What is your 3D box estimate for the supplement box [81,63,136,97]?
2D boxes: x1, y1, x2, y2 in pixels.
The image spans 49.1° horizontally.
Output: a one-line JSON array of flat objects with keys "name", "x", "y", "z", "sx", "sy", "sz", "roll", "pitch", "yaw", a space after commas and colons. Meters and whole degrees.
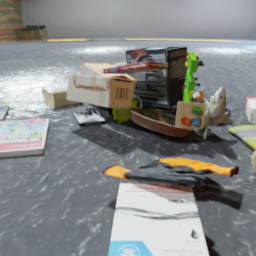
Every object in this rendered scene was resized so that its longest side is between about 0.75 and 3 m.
[{"name": "supplement box", "x": -0.957, "y": -2.251, "z": 13.067, "sx": 1.508, "sy": 0.880, "sz": 2.393, "roll": -10, "pitch": 34, "yaw": -39}]

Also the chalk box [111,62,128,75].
[{"name": "chalk box", "x": -0.364, "y": -2.607, "z": 15.719, "sx": 1.687, "sy": 1.695, "sz": 2.725, "roll": 12, "pitch": 24, "yaw": 27}]

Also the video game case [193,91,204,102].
[{"name": "video game case", "x": 2.823, "y": -1.679, "z": 15.130, "sx": 1.945, "sy": 0.442, "sz": 1.763, "roll": 17, "pitch": 28, "yaw": 35}]

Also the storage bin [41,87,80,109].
[{"name": "storage bin", "x": -3.478, "y": -1.770, "z": 14.868, "sx": 1.735, "sy": 0.813, "sz": 1.722, "roll": -15, "pitch": 28, "yaw": -31}]

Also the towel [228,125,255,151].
[{"name": "towel", "x": 4.895, "y": 0.385, "z": 10.504, "sx": 1.487, "sy": 0.236, "sz": 2.070, "roll": -6, "pitch": 23, "yaw": -11}]

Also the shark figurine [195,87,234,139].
[{"name": "shark figurine", "x": 3.400, "y": -0.462, "z": 10.914, "sx": 1.285, "sy": 1.839, "sz": 3.078, "roll": 7, "pitch": 1, "yaw": 2}]

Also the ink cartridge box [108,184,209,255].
[{"name": "ink cartridge box", "x": 0.552, "y": 2.002, "z": 5.685, "sx": 1.660, "sy": 0.971, "sz": 2.862, "roll": 1, "pitch": 23, "yaw": 3}]

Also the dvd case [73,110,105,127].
[{"name": "dvd case", "x": -1.766, "y": -0.443, "z": 12.518, "sx": 1.124, "sy": 0.185, "sz": 1.495, "roll": -8, "pitch": 24, "yaw": -19}]

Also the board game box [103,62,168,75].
[{"name": "board game box", "x": 0.263, "y": -2.417, "z": 11.471, "sx": 2.449, "sy": 0.238, "sz": 1.261, "roll": 2, "pitch": 10, "yaw": 41}]

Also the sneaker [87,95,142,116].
[{"name": "sneaker", "x": -0.956, "y": -1.182, "z": 13.135, "sx": 2.969, "sy": 1.050, "sz": 1.472, "roll": 9, "pitch": 21, "yaw": 15}]

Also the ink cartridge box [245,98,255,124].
[{"name": "ink cartridge box", "x": 6.024, "y": -0.749, "z": 12.526, "sx": 1.273, "sy": 0.731, "sz": 1.753, "roll": 6, "pitch": 24, "yaw": 14}]

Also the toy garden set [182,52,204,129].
[{"name": "toy garden set", "x": 2.540, "y": -1.634, "z": 11.167, "sx": 0.545, "sy": 2.732, "sz": 2.277, "roll": 3, "pitch": 29, "yaw": 5}]

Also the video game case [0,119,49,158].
[{"name": "video game case", "x": -4.139, "y": 0.321, "z": 10.614, "sx": 2.055, "sy": 0.251, "sz": 2.874, "roll": -4, "pitch": 23, "yaw": -10}]

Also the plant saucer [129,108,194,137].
[{"name": "plant saucer", "x": 1.222, "y": -0.203, "z": 10.814, "sx": 2.614, "sy": 0.450, "sz": 2.614, "roll": 16, "pitch": 12, "yaw": -4}]

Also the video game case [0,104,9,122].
[{"name": "video game case", "x": -6.757, "y": -0.574, "z": 12.748, "sx": 2.287, "sy": 0.252, "sz": 2.082, "roll": -6, "pitch": 24, "yaw": -12}]

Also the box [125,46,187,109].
[{"name": "box", "x": 1.366, "y": -2.484, "z": 13.399, "sx": 1.606, "sy": 2.586, "sz": 2.607, "roll": -21, "pitch": 25, "yaw": -40}]

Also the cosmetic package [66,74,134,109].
[{"name": "cosmetic package", "x": -1.140, "y": -1.457, "z": 10.974, "sx": 2.528, "sy": 1.103, "sz": 1.307, "roll": 13, "pitch": 11, "yaw": 40}]

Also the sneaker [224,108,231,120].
[{"name": "sneaker", "x": 3.709, "y": -0.577, "z": 12.177, "sx": 1.636, "sy": 0.697, "sz": 0.630, "roll": -7, "pitch": 24, "yaw": -14}]

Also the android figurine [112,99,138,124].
[{"name": "android figurine", "x": -0.147, "y": -0.792, "z": 11.873, "sx": 1.161, "sy": 1.276, "sz": 0.262, "roll": 39, "pitch": -8, "yaw": -25}]

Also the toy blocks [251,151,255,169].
[{"name": "toy blocks", "x": 4.745, "y": 1.390, "z": 7.181, "sx": 2.158, "sy": 0.940, "sz": 2.590, "roll": 0, "pitch": 23, "yaw": -2}]

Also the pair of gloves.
[{"name": "pair of gloves", "x": 1.162, "y": 1.070, "z": 7.267, "sx": 2.663, "sy": 0.370, "sz": 2.989, "roll": 1, "pitch": 2, "yaw": 39}]

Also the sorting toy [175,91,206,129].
[{"name": "sorting toy", "x": 2.202, "y": -0.630, "z": 9.740, "sx": 0.996, "sy": 1.337, "sz": 0.179, "roll": 4, "pitch": 15, "yaw": 2}]

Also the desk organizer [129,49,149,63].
[{"name": "desk organizer", "x": 0.469, "y": -3.072, "z": 11.879, "sx": 0.407, "sy": 0.379, "sz": 1.058, "roll": 45, "pitch": 27, "yaw": 5}]

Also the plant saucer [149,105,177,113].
[{"name": "plant saucer", "x": 1.725, "y": -1.028, "z": 13.888, "sx": 1.407, "sy": 0.207, "sz": 1.407, "roll": 0, "pitch": 24, "yaw": 0}]
